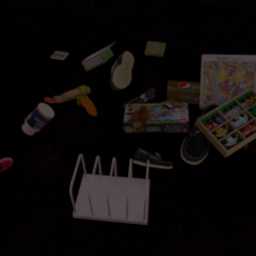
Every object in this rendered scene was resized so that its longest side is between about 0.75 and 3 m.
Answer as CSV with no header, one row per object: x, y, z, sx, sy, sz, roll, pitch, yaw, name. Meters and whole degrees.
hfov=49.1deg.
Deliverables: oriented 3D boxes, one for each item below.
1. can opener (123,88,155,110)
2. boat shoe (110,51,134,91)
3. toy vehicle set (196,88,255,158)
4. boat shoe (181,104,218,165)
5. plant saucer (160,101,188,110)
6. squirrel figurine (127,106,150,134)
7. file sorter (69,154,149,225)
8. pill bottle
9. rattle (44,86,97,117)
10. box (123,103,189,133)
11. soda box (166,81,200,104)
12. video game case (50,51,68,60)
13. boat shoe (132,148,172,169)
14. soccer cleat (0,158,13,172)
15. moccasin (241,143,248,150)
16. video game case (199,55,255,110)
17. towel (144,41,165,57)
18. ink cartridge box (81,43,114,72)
0.512,-1.312,12.555,1.701,0.569,0.454,-30,51,-28,can opener
-0.412,-2.726,13.846,0.882,1.003,2.818,-27,34,36,boat shoe
4.001,-0.257,10.145,2.624,0.348,1.630,-30,61,-13,toy vehicle set
2.815,0.189,10.704,1.046,0.985,2.913,24,50,21,boat shoe
1.911,-0.734,12.199,1.438,0.232,1.438,0,44,0,plant saucer
0.452,-0.419,10.468,0.648,0.915,0.854,44,26,-18,squirrel figurine
-0.480,1.822,8.637,2.290,1.426,1.589,4,44,4,file sorter
-3.538,-0.296,10.892,1.278,0.710,0.710,-42,42,20,pill bottle
-2.532,-0.988,12.431,2.036,1.455,1.326,-21,20,9,rattle
1.133,-0.402,11.360,2.550,0.443,1.404,-1,41,7,box
2.898,-1.587,12.737,2.235,0.716,0.757,6,44,5,soda box
-3.888,-4.085,15.837,0.786,0.090,0.715,11,44,10,video game case
0.914,1.072,9.475,1.718,0.581,0.617,17,-11,-38,boat shoe
-4.778,1.373,9.787,1.386,0.484,0.599,-31,51,-28,soccer cleat
3.806,0.271,10.332,0.539,0.510,1.395,-37,81,-23,moccasin
4.342,-1.966,11.985,2.416,0.304,2.655,4,69,11,video game case
1.569,-4.557,16.197,1.132,0.278,1.526,7,43,6,towel
-1.389,-3.585,14.214,1.866,0.553,0.969,-17,24,37,ink cartridge box
